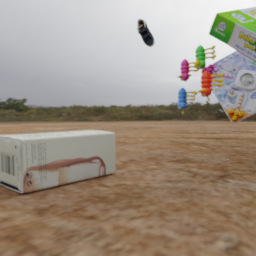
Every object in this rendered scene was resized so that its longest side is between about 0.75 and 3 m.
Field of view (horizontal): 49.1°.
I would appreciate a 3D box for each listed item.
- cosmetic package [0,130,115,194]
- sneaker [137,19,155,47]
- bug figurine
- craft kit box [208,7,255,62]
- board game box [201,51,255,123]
[{"bbox_3d":[-1.574,0.656,6.482,1.273,1.074,2.463,2,4,44],"label":"cosmetic package"},{"bbox_3d":[0.556,-3.234,9.523,0.406,1.035,0.411,-29,-17,23],"label":"sneaker"},{"bbox_3d":[1.838,-1.351,7.877,0.543,1.638,2.112,5,-11,-13],"label":"bug figurine"},{"bbox_3d":[4.177,-2.291,7.341,2.972,0.721,2.935,-24,51,-34],"label":"craft kit box"},{"bbox_3d":[5.118,-2.104,12.071,2.926,2.927,0.379,-28,-20,9],"label":"board game box"}]
